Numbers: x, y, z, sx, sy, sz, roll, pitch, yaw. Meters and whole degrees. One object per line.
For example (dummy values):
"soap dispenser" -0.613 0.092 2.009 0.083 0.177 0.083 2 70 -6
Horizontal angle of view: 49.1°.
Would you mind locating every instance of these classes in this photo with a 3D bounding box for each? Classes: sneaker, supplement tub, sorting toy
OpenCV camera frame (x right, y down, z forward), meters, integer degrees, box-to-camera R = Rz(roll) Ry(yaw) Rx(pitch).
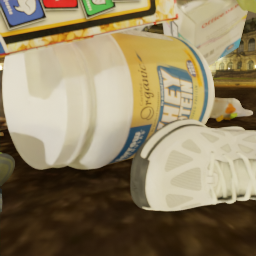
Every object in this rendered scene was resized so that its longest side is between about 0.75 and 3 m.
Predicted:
"sneaker" 1.234 0.385 2.803 2.376 0.897 1.367 -6 10 -41
"supplement tub" -0.215 -0.515 4.497 2.889 2.090 2.090 -10 15 -43
"sorting toy" 3.240 -0.562 8.984 1.242 0.737 1.380 5 7 -18
"sneaker" -1.435 0.650 2.686 0.596 0.544 1.472 7 18 3

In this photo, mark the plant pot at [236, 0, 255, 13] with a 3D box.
"plant pot" 2.345 -3.017 4.960 1.681 1.681 1.545 9 -28 43

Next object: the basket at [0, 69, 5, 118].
"basket" -3.544 -1.102 8.961 2.649 1.801 2.388 -2 10 11

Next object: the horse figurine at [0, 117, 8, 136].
"horse figurine" -3.120 -0.067 6.693 1.038 0.391 1.566 -4 17 12

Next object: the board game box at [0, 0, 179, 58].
"board game box" -0.852 -1.591 2.168 2.542 1.926 0.589 -21 22 -25

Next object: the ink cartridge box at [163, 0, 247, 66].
"ink cartridge box" 2.157 -3.181 8.167 1.754 1.745 2.390 -32 -24 -2

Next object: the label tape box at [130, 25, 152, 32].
"label tape box" 0.418 -3.946 10.101 0.589 1.782 1.277 44 1 14
